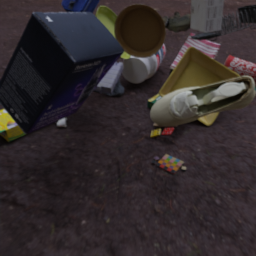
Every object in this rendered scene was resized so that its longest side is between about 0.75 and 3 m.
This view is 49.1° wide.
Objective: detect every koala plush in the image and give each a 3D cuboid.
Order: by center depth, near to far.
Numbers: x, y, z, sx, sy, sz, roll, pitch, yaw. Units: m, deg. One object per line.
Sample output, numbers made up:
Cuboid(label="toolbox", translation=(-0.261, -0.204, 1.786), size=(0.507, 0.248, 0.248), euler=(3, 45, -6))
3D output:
Cuboid(label="koala plush", translation=(-0.633, -2.083, 12.987), size=(0.962, 1.047, 0.928), euler=(22, 40, 28))

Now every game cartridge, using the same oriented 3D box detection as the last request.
Cuboid(label="game cartridge", translation=(-1.520, -2.083, 10.747), size=(2.358, 0.453, 1.529), euler=(13, 59, 12))

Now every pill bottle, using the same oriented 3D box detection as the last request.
Cuboid(label="pill bottle", translation=(0.765, -3.506, 14.404), size=(1.787, 1.787, 2.989), euler=(11, 37, 15))

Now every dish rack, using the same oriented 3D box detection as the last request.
Cuboid(label="dish rack", translation=(3.847, -4.082, 10.978), size=(2.743, 0.748, 2.104), euler=(-17, 20, 2))

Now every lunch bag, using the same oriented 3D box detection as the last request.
Cuboid(label="lunch bag", translation=(-2.075, -5.410, 11.965), size=(1.088, 1.602, 1.060), euler=(26, -3, 17))

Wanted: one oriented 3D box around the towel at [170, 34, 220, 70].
Cuboid(label="towel", translation=(2.904, -3.068, 12.104), size=(1.495, 0.306, 2.042), euler=(28, 74, 14))

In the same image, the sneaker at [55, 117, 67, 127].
Cuboid(label="sneaker", translation=(-2.687, -0.356, 11.123), size=(0.461, 0.362, 0.928), euler=(-8, 34, -5))

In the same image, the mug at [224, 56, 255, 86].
Cuboid(label="mug", translation=(5.848, -2.919, 14.147), size=(1.757, 1.172, 1.560), euler=(24, 43, 26))

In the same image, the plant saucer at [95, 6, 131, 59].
Cuboid(label="plant saucer", translation=(-0.702, -4.174, 12.540), size=(0.391, 2.518, 2.518), euler=(-21, 24, 30))

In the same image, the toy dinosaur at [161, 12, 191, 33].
Cuboid(label="toy dinosaur", translation=(2.338, -4.575, 12.285), size=(2.723, 1.048, 1.393), euler=(15, 43, 31))

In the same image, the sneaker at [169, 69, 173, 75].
Cuboid(label="sneaker", translation=(2.212, -2.415, 13.270), size=(1.008, 1.100, 2.627), euler=(-3, 27, 26))

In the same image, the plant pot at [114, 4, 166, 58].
Cuboid(label="plant pot", translation=(0.394, -3.132, 9.106), size=(1.724, 1.724, 0.237), euler=(10, 38, 14))

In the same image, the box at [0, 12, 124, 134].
Cuboid(label="box", translation=(-1.927, -1.532, 7.757), size=(1.558, 2.987, 2.210), euler=(50, 37, 5))

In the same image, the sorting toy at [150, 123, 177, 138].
Cuboid(label="sorting toy", translation=(1.545, -0.455, 10.713), size=(1.054, 0.370, 2.187), euler=(-1, 39, 44))

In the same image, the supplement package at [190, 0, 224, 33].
Cuboid(label="supplement package", translation=(2.815, -4.213, 10.061), size=(0.721, 1.300, 1.013), euler=(-13, 31, -15))

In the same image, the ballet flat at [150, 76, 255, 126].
Cuboid(label="ballet flat", translation=(1.877, -0.714, 7.113), size=(2.743, 0.953, 0.953), euler=(-16, 35, 5))

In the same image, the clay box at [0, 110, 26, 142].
Cuboid(label="clay box", translation=(-4.174, -0.336, 10.852), size=(1.447, 0.599, 2.518), euler=(29, 44, 35))

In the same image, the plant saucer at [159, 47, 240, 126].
Cuboid(label="plant saucer", translation=(2.839, -1.643, 11.347), size=(2.431, 0.589, 2.430), euler=(33, 85, 5))

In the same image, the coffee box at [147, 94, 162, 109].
Cuboid(label="coffee box", translation=(1.713, -0.950, 11.961), size=(1.590, 0.350, 0.978), euler=(26, 43, 33))

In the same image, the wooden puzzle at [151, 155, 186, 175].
Cuboid(label="wooden puzzle", translation=(1.350, 1.180, 9.131), size=(1.128, 0.079, 0.669), euler=(23, 41, 29))
